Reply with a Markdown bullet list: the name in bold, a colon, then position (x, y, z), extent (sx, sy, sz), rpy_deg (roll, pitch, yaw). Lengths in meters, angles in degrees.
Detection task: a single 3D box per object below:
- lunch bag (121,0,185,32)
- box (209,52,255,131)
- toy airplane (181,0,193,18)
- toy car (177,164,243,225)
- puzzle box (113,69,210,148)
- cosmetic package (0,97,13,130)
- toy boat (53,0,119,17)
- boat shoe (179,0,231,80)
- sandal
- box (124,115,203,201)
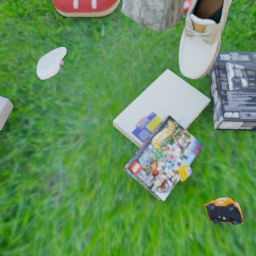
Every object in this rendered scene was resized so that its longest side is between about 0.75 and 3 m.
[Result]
- **lunch bag**: position (0.545, -3.415, 6.595), extent (1.521, 1.814, 1.264), rpy_deg (27, 48, 21)
- **box**: position (3.989, -1.085, 8.272), extent (2.950, 0.734, 2.327), rpy_deg (1, 66, 0)
- **toy airplane**: position (2.492, -4.297, 9.520), extent (1.397, 0.986, 1.391), rpy_deg (26, 81, -19)
- **toy car**: position (2.103, 1.530, 6.936), extent (1.833, 0.899, 0.610), rpy_deg (56, 42, 0)
- **puzzle box**: position (0.986, -0.449, 8.218), extent (1.658, 0.317, 2.492), rpy_deg (41, 72, 16)
- **cosmetic package**: position (-3.883, -0.356, 8.101), extent (0.592, 0.500, 1.109), rpy_deg (18, 64, 7)
- **toy boat**: position (-1.437, -4.808, 9.508), extent (2.368, 1.548, 1.545), rpy_deg (-1, 66, -1)
- **boat shoe**: position (1.549, -2.162, 5.834), extent (0.903, 2.417, 0.827), rpy_deg (21, 27, 21)
- **sandal**: position (-1.442, -1.182, 5.338), extent (0.530, 0.320, 1.303), rpy_deg (-15, 33, 10)
- **box**: position (0.950, 0.769, 7.361), extent (1.271, 0.351, 1.862), rpy_deg (42, 73, -7)
